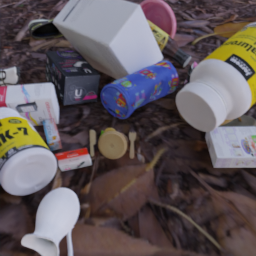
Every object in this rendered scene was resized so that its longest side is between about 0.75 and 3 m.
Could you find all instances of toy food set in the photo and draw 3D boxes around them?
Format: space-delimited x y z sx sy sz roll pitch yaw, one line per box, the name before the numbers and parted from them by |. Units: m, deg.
toy food set | -0.409 0.421 7.505 1.221 0.843 0.245 4 13 6

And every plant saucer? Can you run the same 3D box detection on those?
plant saucer | 1.188 -4.443 11.921 2.030 2.030 0.514 27 45 27

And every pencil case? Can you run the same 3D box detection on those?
pencil case | 0.441 -1.208 8.760 1.100 1.225 2.820 37 45 24

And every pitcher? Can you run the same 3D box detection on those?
pitcher | -1.383 1.977 5.627 0.810 1.146 1.336 -22 25 20

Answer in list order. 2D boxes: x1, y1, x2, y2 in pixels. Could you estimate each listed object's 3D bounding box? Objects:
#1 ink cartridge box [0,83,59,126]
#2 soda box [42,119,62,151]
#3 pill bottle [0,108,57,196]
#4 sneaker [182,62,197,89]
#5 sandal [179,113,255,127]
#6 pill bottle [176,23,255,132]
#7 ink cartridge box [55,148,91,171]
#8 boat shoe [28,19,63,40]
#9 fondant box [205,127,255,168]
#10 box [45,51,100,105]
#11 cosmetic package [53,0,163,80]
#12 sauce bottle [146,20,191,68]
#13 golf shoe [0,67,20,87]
ink cartridge box | -2.967 -0.642 8.296 1.627 1.201 0.697 -5 53 -5
soda box | -2.194 0.186 8.054 0.357 0.332 1.044 -14 42 -15
pill bottle | -2.821 0.483 6.975 1.289 1.289 2.256 -26 46 -26
sneaker | 2.113 -1.252 8.700 0.920 0.989 2.291 47 13 15
sandal | 2.702 -0.363 8.405 2.309 0.623 0.927 15 46 7
pill bottle | 2.286 -1.085 6.146 2.582 1.437 1.437 -40 54 -20
ink cartridge box | -1.338 0.794 6.908 0.784 0.681 0.171 -11 60 -5
boat shoe | -3.355 -4.745 13.285 2.628 0.937 0.791 -14 47 -7
fondant box | 3.000 0.505 7.559 1.576 0.459 1.137 -1 44 1
box | -1.947 -1.747 9.564 1.217 1.056 1.991 -10 40 -30
cosmetic package | -0.573 -2.984 9.602 2.666 2.658 1.639 33 84 30
sauce bottle | 1.388 -3.437 11.368 2.613 0.863 0.863 39 52 15
golf shoe | -4.257 -1.672 9.408 1.658 0.644 0.783 -14 -13 38
